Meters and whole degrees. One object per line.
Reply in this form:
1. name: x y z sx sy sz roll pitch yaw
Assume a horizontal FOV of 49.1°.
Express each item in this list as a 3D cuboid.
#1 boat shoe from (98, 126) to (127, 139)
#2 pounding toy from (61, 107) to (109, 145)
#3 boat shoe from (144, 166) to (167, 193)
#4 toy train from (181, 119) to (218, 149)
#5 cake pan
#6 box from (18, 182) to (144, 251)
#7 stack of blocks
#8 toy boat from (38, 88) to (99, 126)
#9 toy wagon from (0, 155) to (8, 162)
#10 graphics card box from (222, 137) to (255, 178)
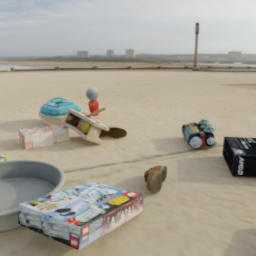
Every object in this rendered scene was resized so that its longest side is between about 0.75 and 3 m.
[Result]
1. boat shoe: -0.625 0.129 10.590 1.280 0.456 0.413 3 16 14
2. pounding toy: -1.508 -0.375 10.121 1.281 1.285 2.240 25 2 -31
3. boat shoe: 0.592 1.221 6.693 0.431 0.456 1.268 0 5 20
4. toy train: 2.462 0.243 9.790 1.021 0.763 1.792 -11 16 6
5. cake pan: -2.668 1.367 5.945 2.614 0.479 2.614 0 15 0
6. box: -0.750 1.463 5.080 1.331 0.388 1.943 7 5 31
7. stack of blocks: -2.934 0.290 9.941 1.611 0.472 0.928 -9 18 -32
8. toy boat: -2.585 -0.989 12.749 2.925 1.359 2.459 -17 20 -36
9. toy wagon: -3.922 0.989 7.910 0.770 0.196 0.992 1 16 4
10. graphics card box: 4.065 0.805 7.660 2.646 0.673 1.660 3 16 8
